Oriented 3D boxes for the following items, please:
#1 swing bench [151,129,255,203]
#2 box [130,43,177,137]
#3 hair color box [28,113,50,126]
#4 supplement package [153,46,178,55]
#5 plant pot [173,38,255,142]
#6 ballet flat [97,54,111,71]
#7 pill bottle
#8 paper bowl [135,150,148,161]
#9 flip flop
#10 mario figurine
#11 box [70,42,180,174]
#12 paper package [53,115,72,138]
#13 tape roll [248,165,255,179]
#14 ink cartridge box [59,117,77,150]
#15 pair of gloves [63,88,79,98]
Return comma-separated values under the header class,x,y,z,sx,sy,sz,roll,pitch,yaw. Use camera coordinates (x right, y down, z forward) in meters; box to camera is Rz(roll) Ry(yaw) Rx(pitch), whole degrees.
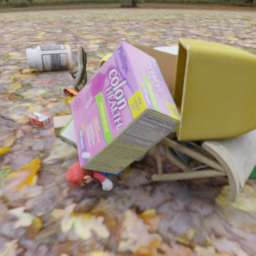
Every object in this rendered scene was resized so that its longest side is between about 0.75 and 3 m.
class,x,y,z,sx,sy,sz,roll,pitch,yaw
swing bench,2.323,0.467,8.176,2.621,1.700,2.607,7,28,38
box,0.756,-1.151,9.531,2.418,2.958,0.315,5,19,-30
hair color box,-3.706,-0.361,11.620,0.819,0.262,0.454,17,34,29
supplement package,2.773,-2.775,13.854,2.874,2.238,1.593,-8,30,-12
plant pot,2.413,-1.015,7.167,2.279,2.213,2.228,3,23,4
ballet flat,-0.993,-1.117,9.412,0.962,2.879,0.965,30,27,13
pill bottle,-4.876,-4.327,17.362,2.576,1.499,1.499,-8,30,-15
paper bowl,0.280,0.440,9.109,0.603,1.160,1.160,25,27,-12
flip flop,-1.798,-2.093,9.949,0.531,0.748,1.844,-5,69,5
mario figurine,-1.000,1.427,8.294,1.678,0.889,1.036,-2,-8,-24
box,-0.237,-0.440,7.606,1.283,2.654,2.334,18,43,-40
paper package,-2.415,-0.097,10.916,0.947,0.490,0.902,-9,31,-14
tape roll,4.047,0.782,9.287,2.241,0.539,2.241,1,28,0
ink cartridge box,-1.367,0.250,9.197,1.421,0.538,1.050,29,63,8
pair of gloves,-1.149,-1.108,12.032,2.717,0.336,2.421,30,21,27
